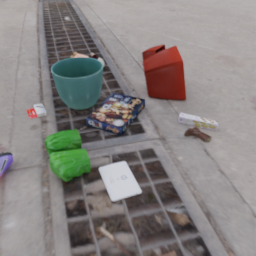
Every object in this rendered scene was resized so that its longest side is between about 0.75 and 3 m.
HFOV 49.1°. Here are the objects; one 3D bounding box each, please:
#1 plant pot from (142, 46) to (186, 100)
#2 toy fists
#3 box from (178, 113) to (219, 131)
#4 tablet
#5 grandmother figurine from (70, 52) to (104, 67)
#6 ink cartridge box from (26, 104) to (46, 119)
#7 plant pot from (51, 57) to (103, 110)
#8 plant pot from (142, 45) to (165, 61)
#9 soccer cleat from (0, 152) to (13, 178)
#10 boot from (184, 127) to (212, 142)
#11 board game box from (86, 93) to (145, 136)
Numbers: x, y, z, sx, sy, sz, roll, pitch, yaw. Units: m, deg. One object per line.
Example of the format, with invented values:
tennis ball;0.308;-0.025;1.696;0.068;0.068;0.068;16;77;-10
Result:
plant pot;1.568;-2.355;12.599;1.658;1.882;1.880;-9;36;5
toy fists;-2.018;0.842;9.007;1.148;0.775;2.253;-6;34;-21
box;2.711;-0.230;10.837;1.509;0.313;0.292;16;40;19
tablet;-0.271;1.582;8.527;0.930;0.098;1.429;-12;38;-17
grandmother figurine;-2.170;-3.720;15.468;1.942;0.588;1.178;19;65;20
ink cartridge box;-3.810;-0.694;11.587;0.688;0.175;0.781;-16;39;-22
plant pot;-2.050;-1.803;11.828;2.087;1.675;2.087;-1;36;0
plant pot;1.384;-3.845;15.250;0.975;1.106;1.105;11;36;35
soccer cleat;-4.258;1.633;7.951;1.012;0.943;2.764;46;34;2
boot;2.541;0.303;10.176;0.747;0.257;0.801;-23;46;-28
board game box;-0.441;-0.638;11.312;1.534;0.392;2.264;15;38;20
